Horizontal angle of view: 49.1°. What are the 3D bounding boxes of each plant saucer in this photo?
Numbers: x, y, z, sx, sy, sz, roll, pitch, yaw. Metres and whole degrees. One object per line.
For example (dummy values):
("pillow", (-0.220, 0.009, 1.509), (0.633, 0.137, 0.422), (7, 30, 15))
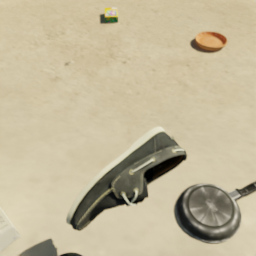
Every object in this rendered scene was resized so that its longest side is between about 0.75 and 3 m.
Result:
("plant saucer", (3.917, -4.099, 13.265), (1.502, 0.281, 1.502), (0, 46, 0))

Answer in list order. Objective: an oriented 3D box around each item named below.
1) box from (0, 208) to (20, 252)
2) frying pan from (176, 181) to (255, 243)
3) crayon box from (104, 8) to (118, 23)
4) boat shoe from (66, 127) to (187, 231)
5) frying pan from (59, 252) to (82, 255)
("box", (-3.680, 2.175, 7.103), (0.845, 0.703, 2.057), (-36, 57, -29))
("frying pan", (2.689, 2.102, 7.418), (2.801, 0.456, 1.695), (-6, 48, -1))
("crayon box", (-0.913, -6.069, 15.063), (0.685, 0.336, 1.152), (-3, 47, -3))
("boat shoe", (-0.021, 0.969, 4.834), (2.365, 0.849, 0.800), (-39, 65, -13))
("frying pan", (-0.979, 3.317, 6.321), (1.865, 0.304, 1.128), (-10, 49, -12))
